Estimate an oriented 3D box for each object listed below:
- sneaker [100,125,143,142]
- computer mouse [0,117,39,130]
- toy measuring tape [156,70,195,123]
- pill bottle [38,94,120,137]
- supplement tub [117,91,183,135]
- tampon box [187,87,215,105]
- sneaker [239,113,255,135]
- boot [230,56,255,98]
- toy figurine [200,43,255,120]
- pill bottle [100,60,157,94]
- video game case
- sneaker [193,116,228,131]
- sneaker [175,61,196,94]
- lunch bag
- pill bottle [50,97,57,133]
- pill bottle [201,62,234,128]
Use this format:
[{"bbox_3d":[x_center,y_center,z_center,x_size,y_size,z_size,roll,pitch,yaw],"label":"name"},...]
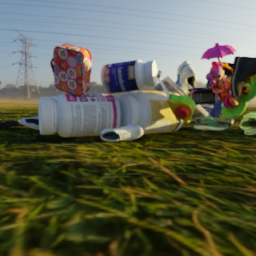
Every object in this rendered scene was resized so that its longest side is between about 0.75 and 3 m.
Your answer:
[{"bbox_3d":[-0.228,0.248,9.276,1.454,0.531,0.515,-8,15,4],"label":"sneaker"},{"bbox_3d":[-4.487,-0.178,12.899,2.580,0.566,1.415,-4,-1,21],"label":"computer mouse"},{"bbox_3d":[1.766,-1.050,9.728,0.867,2.358,0.867,-22,35,16],"label":"toy measuring tape"},{"bbox_3d":[-1.822,-0.460,10.383,2.792,1.583,1.583,-3,7,-22],"label":"pill bottle"},{"bbox_3d":[0.855,-0.614,11.128,2.390,1.737,1.737,-4,7,-29],"label":"supplement tub"},{"bbox_3d":[2.748,-1.210,10.559,0.869,0.549,0.651,-5,18,-6],"label":"tampon box"},{"bbox_3d":[5.306,-0.301,11.425,1.686,1.075,2.917,-6,-1,5],"label":"sneaker"},{"bbox_3d":[3.323,-1.418,7.745,0.826,1.194,0.463,5,2,36],"label":"boot"},{"bbox_3d":[3.342,-1.824,9.739,2.174,2.362,1.773,32,-10,-27],"label":"toy figurine"},{"bbox_3d":[0.057,-1.868,10.163,1.902,1.101,1.101,-4,5,17],"label":"pill bottle"},{"bbox_3d":[2.198,-1.183,12.036,2.301,0.207,1.648,42,-13,-6],"label":"video game case"},{"bbox_3d":[3.621,-0.215,12.274,1.463,0.667,0.567,4,0,20],"label":"sneaker"},{"bbox_3d":[2.382,-1.755,11.519,0.743,0.859,1.983,-25,-31,-10],"label":"sneaker"},{"bbox_3d":[-2.053,-2.029,9.777,1.474,1.673,0.685,19,33,15],"label":"lunch bag"},{"bbox_3d":[-2.432,-0.629,12.430,1.487,1.487,2.678,4,7,32],"label":"pill bottle"},{"bbox_3d":[4.345,-1.521,13.044,1.597,2.856,1.597,10,8,-1],"label":"pill bottle"}]
